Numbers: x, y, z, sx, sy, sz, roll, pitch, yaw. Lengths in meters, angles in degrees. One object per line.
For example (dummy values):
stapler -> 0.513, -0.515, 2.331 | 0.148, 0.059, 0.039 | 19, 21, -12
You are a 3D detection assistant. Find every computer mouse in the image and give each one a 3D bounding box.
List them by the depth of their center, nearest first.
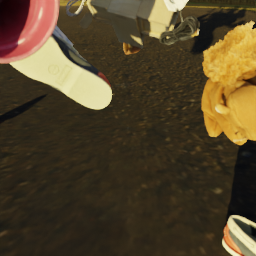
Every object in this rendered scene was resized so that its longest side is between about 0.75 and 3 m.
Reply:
computer mouse -> 1.010, -3.164, 6.483 | 0.506, 2.308, 1.266 | -18, 15, -24

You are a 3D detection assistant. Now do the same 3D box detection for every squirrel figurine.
squirrel figurine -> 1.728, -0.628, 4.489 | 1.316, 1.860, 1.736 | -15, 7, 19

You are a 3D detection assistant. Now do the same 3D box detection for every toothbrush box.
toothbrush box -> -1.868, -1.890, 6.633 | 0.441, 0.758, 1.035 | -19, 38, 34

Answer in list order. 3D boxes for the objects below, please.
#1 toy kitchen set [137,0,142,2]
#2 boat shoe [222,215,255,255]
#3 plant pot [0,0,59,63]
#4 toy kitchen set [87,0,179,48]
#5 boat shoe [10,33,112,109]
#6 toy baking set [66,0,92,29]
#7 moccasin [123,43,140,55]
toy kitchen set -> 0.609, -4.534, 8.948 | 1.262, 1.396, 1.547 | 24, 78, 40
boat shoe -> 2.302, 1.905, 4.147 | 1.784, 0.558, 0.635 | 22, 33, 32
plant pot -> -1.924, -1.836, 3.803 | 1.512, 1.512, 1.353 | -23, 45, -35
toy kitchen set -> 0.412, -3.749, 8.308 | 2.323, 2.096, 1.895 | 19, -5, 10
boat shoe -> -1.511, -1.404, 5.830 | 2.788, 0.992, 0.872 | 34, 18, -23
toy baking set -> -1.342, -4.437, 8.856 | 1.743, 2.271, 0.264 | -22, 11, 6
moccasin -> 0.017, -3.800, 10.655 | 0.765, 1.982, 0.725 | -27, 46, -30
